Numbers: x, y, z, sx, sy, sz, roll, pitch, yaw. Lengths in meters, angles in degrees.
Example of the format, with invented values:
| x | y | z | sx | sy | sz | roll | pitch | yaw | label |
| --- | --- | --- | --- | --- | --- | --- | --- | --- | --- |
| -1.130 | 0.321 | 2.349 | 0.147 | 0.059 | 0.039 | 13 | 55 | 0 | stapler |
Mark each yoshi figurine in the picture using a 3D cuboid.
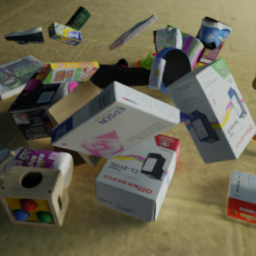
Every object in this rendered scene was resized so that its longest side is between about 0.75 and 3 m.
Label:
| x | y | z | sx | sy | sz | roll | pitch | yaw | label |
| --- | --- | --- | --- | --- | --- | --- | --- | --- | --- |
| 1.083 | -2.287 | 10.329 | 1.648 | 0.923 | 0.926 | -10 | 37 | 48 | yoshi figurine |

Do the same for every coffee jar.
| x | y | z | sx | sy | sz | roll | pitch | yaw | label |
| --- | --- | --- | --- | --- | --- | --- | --- | --- | --- |
| -2.195 | -4.320 | 11.642 | 1.398 | 0.596 | 0.729 | -54 | 26 | -5 | coffee jar |

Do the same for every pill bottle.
| x | y | z | sx | sy | sz | roll | pitch | yaw | label |
| --- | --- | --- | --- | --- | --- | --- | --- | --- | --- |
| -3.079 | 1.315 | 9.145 | 2.292 | 1.287 | 1.287 | 7 | 42 | 8 | pill bottle |

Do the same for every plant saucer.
| x | y | z | sx | sy | sz | roll | pitch | yaw | label |
| --- | --- | --- | --- | --- | --- | --- | --- | --- | --- |
| -1.941 | 0.870 | 10.333 | 1.622 | 0.287 | 1.622 | 5 | 41 | -4 | plant saucer |

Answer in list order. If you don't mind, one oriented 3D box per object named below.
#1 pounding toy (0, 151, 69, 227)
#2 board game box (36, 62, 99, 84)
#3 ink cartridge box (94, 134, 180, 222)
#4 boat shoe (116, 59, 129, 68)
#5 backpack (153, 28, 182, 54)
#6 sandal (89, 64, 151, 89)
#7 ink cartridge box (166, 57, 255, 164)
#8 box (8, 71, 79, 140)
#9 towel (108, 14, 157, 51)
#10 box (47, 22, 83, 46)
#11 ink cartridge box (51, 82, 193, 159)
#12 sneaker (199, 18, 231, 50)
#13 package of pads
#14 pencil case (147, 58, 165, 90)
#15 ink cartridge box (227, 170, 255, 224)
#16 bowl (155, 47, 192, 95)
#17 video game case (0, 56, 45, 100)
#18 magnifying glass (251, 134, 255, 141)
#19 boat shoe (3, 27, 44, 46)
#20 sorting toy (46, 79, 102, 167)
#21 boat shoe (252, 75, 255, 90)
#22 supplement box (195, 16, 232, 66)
| x | y | z | sx | sy | sz | roll | pitch | yaw | label |
| --- | --- | --- | --- | --- | --- | --- | --- | --- | --- |
| -3.158 | 1.781 | 7.942 | 2.453 | 2.155 | 1.122 | 4 | 42 | 4 | pounding toy |
| -1.385 | -1.271 | 6.458 | 1.343 | 0.642 | 0.201 | -10 | 73 | -39 | board game box |
| 0.395 | 1.385 | 9.179 | 1.988 | 1.130 | 2.728 | 15 | 43 | 16 | ink cartridge box |
| -0.320 | -3.367 | 14.997 | 0.683 | 0.606 | 1.827 | 4 | 41 | 5 | boat shoe |
| 1.661 | -3.571 | 11.668 | 1.100 | 1.450 | 1.737 | -7 | 2 | 19 | backpack |
| -0.265 | -1.941 | 10.447 | 2.490 | 0.935 | 0.561 | -1 | 34 | -12 | sandal |
| 2.369 | -0.478 | 7.729 | 1.051 | 2.403 | 1.746 | -17 | 13 | 48 | ink cartridge box |
| -3.160 | -1.028 | 11.368 | 1.842 | 1.600 | 2.788 | -7 | 40 | 14 | box |
| 0.122 | -3.455 | 10.193 | 1.637 | 0.264 | 1.564 | -41 | 18 | -13 | towel |
| -2.132 | -3.163 | 9.549 | 0.388 | 0.423 | 1.208 | -17 | -9 | 36 | box |
| -0.133 | 0.080 | 6.994 | 2.634 | 2.586 | 0.570 | 19 | 55 | -37 | ink cartridge box |
| 3.061 | -3.366 | 10.186 | 0.851 | 0.966 | 2.166 | 30 | 28 | 27 | sneaker |
| 2.662 | -4.145 | 14.936 | 0.836 | 1.894 | 2.452 | 1 | 35 | -40 | package of pads |
| 0.793 | -1.515 | 7.905 | 0.370 | 0.890 | 0.404 | 11 | 1 | -3 | pencil case |
| 3.872 | 2.187 | 8.833 | 1.330 | 0.393 | 1.662 | 14 | 42 | 15 | ink cartridge box |
| 1.572 | -1.983 | 9.756 | 1.643 | 1.643 | 0.323 | -28 | 20 | -28 | bowl |
| -5.691 | -2.712 | 14.453 | 2.963 | 0.346 | 2.694 | -31 | 50 | -30 | video game case |
| 5.128 | 0.537 | 10.573 | 0.214 | 0.761 | 1.911 | -22 | 36 | -20 | magnifying glass |
| -3.588 | -3.060 | 9.585 | 1.659 | 0.500 | 0.627 | 6 | 34 | 32 | boat shoe |
| -1.559 | -0.182 | 10.211 | 0.845 | 2.415 | 2.429 | -24 | 19 | 43 | sorting toy |
| 4.476 | -1.715 | 9.433 | 0.380 | 1.074 | 0.372 | 32 | 64 | 27 | boat shoe |
| 4.218 | -4.459 | 14.710 | 1.278 | 2.316 | 0.992 | -1 | 34 | -39 | supplement box |
